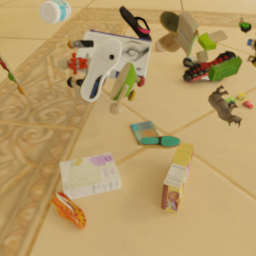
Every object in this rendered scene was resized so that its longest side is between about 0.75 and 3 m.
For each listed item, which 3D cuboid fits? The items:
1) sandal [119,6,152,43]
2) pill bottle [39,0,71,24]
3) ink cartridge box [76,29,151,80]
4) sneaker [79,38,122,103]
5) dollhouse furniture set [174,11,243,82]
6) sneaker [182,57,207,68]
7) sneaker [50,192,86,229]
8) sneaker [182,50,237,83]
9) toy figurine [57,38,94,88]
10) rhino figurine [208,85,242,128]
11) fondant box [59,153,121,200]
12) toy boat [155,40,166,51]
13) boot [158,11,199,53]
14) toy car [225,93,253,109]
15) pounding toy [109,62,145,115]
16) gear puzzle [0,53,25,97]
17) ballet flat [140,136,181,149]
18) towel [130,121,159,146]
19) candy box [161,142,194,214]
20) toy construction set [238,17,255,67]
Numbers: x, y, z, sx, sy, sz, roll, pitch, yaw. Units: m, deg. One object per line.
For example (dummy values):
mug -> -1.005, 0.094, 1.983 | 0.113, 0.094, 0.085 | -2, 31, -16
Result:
sandal -> 0.515, -4.421, 12.144 | 0.569, 2.525, 0.948 | -25, 63, 23
pill bottle -> -2.356, -3.867, 9.274 | 0.680, 0.680, 1.228 | 9, 29, 11
ink cartridge box -> -0.493, -3.044, 11.025 | 2.721, 0.553, 2.726 | 10, 54, 0
sneaker -> -0.765, -1.406, 6.888 | 0.599, 1.639, 0.917 | 29, -4, -17
dollhouse furniture set -> 2.547, -2.715, 9.129 | 0.973, 1.259, 2.519 | -21, 60, -10
sneaker -> 3.802, -3.426, 14.822 | 1.783, 0.687, 0.759 | 31, 43, 33
sneaker -> -1.610, 2.312, 7.647 | 1.259, 0.485, 0.459 | 40, 12, 25
sneaker -> 3.994, -2.692, 13.669 | 2.644, 1.292, 0.934 | -22, 50, 9
toy figurine -> -1.427, -1.885, 8.215 | 0.871, 1.251, 1.232 | 1, 61, 13
rhino figurine -> 3.025, -0.572, 8.647 | 0.630, 1.442, 0.431 | -35, 10, 16
fondant box -> -1.190, 1.458, 8.623 | 1.680, 0.489, 1.212 | -10, 39, -14
toy boat -> 2.127, -5.013, 16.998 | 1.069, 0.698, 0.699 | -9, 8, -12
boot -> 1.658, -3.714, 11.199 | 1.723, 0.650, 1.967 | 29, -7, -15
toy car -> 4.796, -1.219, 12.278 | 1.071, 0.254, 1.138 | -2, 37, -3
pounding toy -> 0.042, -1.221, 8.899 | 0.801, 1.333, 1.727 | 24, 42, -16
gear puzzle -> -4.002, -1.847, 9.375 | 0.243, 1.859, 0.963 | -32, 18, -11
ballet flat -> 0.852, 0.395, 7.272 | 1.079, 0.340, 0.370 | 3, 57, 21
towel -> 0.657, 0.170, 10.582 | 0.909, 0.135, 1.240 | -10, 39, -11
candy box -> 1.465, 1.410, 8.204 | 0.522, 1.079, 1.849 | 14, 41, 18
toy construction set -> 3.940, -2.341, 7.722 | 1.564, 1.202, 1.304 | -5, 55, 20
